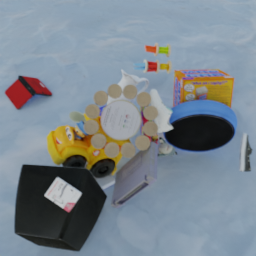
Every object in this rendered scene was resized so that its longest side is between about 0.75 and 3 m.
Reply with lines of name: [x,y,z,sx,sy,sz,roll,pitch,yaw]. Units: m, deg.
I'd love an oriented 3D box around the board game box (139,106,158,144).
board game box: [0.869,0.047,10.636,0.477,2.448,1.934,-4,73,11]

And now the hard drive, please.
hard drive: [-1.504,1.664,10.620,1.262,0.243,1.913,-25,49,-22]

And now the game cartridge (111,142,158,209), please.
game cartridge: [0.216,1.559,9.148,0.430,2.239,1.451,30,42,-16]

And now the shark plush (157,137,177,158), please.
shark plush: [1.521,0.967,10.536,0.674,1.617,0.735,7,65,19]

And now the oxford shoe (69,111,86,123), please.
oxford shoe: [-2.075,-0.461,12.775,1.358,0.510,0.392,9,3,20]

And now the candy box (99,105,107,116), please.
candy box: [-0.598,-0.608,12.797,1.360,0.524,1.150,-21,46,-20]

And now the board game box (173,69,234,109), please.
board game box: [2.819,-1.212,10.926,1.843,1.841,1.841,-1,22,0]

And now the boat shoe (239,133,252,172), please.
boat shoe: [3.780,0.797,8.969,0.351,0.425,1.240,5,86,13]

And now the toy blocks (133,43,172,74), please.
toy blocks: [1.168,-3.483,13.945,1.874,0.681,1.562,-1,83,-13]

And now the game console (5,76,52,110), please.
game console: [-5.074,-1.766,14.266,1.615,1.112,1.874,1,33,-47]

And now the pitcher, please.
pitcher: [0.007,-1.342,11.371,1.486,1.732,1.050,9,27,-36]

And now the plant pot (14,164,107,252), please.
plant pot: [-2.095,2.455,8.328,2.151,2.146,1.908,2,55,16]

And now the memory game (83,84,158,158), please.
memory game: [-0.220,-0.223,8.785,2.407,0.153,2.407,0,86,0]

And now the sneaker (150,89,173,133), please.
sneaker: [1.174,-0.619,9.634,0.674,1.522,0.573,-10,8,20]

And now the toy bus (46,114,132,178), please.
toy bus: [-1.143,0.290,9.749,2.603,2.499,1.766,16,32,-39]

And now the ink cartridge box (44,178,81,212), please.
ink cartridge box: [-1.666,1.710,7.179,0.763,0.316,0.559,34,78,0]

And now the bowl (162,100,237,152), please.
bowl: [2.637,0.057,10.524,2.801,2.801,0.550,3,55,3]

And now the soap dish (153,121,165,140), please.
soap dish: [1.681,0.027,11.695,1.305,1.027,0.530,2,49,6]
